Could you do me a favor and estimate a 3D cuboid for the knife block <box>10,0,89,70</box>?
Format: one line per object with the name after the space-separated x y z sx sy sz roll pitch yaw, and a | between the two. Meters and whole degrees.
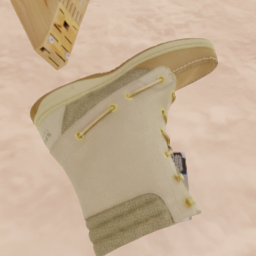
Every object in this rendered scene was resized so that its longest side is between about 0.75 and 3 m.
-2.329 -2.962 6.815 2.512 0.916 2.862 10 76 23 | knife block

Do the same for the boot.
0.398 0.112 3.654 2.735 0.986 2.115 -25 72 -14 | boot

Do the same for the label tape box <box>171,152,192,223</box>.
0.245 1.081 4.891 1.737 0.550 1.252 2 79 -31 | label tape box
